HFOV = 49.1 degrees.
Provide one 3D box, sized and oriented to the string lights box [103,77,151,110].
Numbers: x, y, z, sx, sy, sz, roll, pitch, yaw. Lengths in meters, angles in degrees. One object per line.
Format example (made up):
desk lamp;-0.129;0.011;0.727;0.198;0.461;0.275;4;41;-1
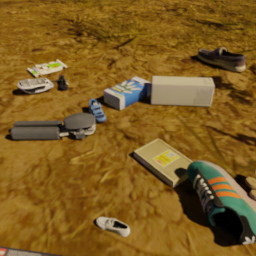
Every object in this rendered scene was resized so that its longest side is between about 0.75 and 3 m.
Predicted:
string lights box;0.014;-1.550;12.335;1.038;0.595;2.020;29;44;35

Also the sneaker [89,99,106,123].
sneaker;-1.267;-0.675;11.147;0.490;0.545;1.326;-14;39;-23

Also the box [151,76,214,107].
box;2.273;-1.567;11.996;2.572;1.057;0.879;4;35;4

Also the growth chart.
growth chart;-4.379;-3.234;15.137;2.054;0.182;1.486;-27;42;-34

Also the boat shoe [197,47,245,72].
boat shoe;5.155;-3.983;15.494;1.072;0.966;2.980;-23;41;-29

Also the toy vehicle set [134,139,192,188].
toy vehicle set;1.176;1.052;8.934;1.118;0.239;1.800;-24;42;-31

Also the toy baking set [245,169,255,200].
toy baking set;4.213;1.990;7.095;2.141;0.325;2.790;-7;34;-38

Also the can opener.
can opener;-2.652;-0.137;9.965;2.998;1.002;0.800;-1;35;-2

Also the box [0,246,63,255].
box;-1.141;2.956;5.155;2.657;1.462;0.461;4;35;7

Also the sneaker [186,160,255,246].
sneaker;2.284;1.820;7.224;1.051;0.939;2.632;-16;39;-28

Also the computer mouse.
computer mouse;-3.959;-1.969;13.083;2.292;0.503;1.257;-12;41;-26

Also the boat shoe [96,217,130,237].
boat shoe;-0.380;2.390;6.973;0.911;0.298;0.335;12;37;16
